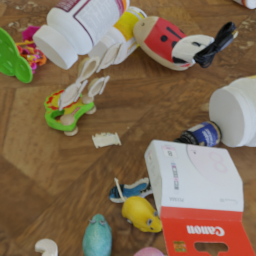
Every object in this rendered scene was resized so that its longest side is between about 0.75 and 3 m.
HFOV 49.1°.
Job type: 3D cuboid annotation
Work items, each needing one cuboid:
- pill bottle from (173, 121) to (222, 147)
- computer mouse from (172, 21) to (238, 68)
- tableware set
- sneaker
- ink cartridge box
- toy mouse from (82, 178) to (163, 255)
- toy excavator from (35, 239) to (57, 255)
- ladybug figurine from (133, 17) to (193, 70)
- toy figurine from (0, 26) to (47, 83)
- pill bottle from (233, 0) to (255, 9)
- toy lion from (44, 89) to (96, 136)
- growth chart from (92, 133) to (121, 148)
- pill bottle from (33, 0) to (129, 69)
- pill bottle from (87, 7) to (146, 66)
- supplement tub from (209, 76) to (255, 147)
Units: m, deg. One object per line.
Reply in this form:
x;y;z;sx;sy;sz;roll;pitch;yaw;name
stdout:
1.842;0.322;7.540;1.237;0.692;0.692;-24;50;-22;pill bottle
1.593;-1.948;6.826;1.244;0.498;2.268;-47;18;-5;computer mouse
-0.732;-1.037;5.703;0.196;1.408;1.686;42;40;8;tableware set
0.107;1.534;6.558;1.144;0.496;0.429;-16;56;17;sneaker
1.604;1.466;6.058;2.092;0.734;2.574;9;38;-18;ink cartridge box
-0.107;2.354;5.543;2.434;0.471;2.163;36;60;23;toy mouse
-2.088;2.854;5.094;1.522;0.760;1.480;3;46;-15;toy excavator
1.417;-3.141;10.214;2.578;0.927;1.750;32;54;-11;ladybug figurine
-3.644;-2.954;10.451;2.344;1.760;2.157;41;45;7;toy figurine
6.002;-7.255;14.736;1.221;1.221;2.228;-18;47;-17;pill bottle
-1.952;-0.624;8.673;1.602;0.574;1.671;14;46;23;toy lion
-0.626;0.335;7.971;0.762;0.068;0.551;-9;45;-8;growth chart
-1.241;-2.892;7.507;1.401;1.401;2.557;32;76;28;pill bottle
-0.376;-3.459;10.743;1.500;1.500;2.746;21;48;20;pill bottle
3.731;-0.538;7.566;2.554;1.857;1.857;-13;47;-12;supplement tub
